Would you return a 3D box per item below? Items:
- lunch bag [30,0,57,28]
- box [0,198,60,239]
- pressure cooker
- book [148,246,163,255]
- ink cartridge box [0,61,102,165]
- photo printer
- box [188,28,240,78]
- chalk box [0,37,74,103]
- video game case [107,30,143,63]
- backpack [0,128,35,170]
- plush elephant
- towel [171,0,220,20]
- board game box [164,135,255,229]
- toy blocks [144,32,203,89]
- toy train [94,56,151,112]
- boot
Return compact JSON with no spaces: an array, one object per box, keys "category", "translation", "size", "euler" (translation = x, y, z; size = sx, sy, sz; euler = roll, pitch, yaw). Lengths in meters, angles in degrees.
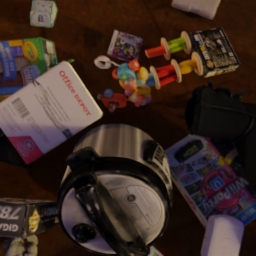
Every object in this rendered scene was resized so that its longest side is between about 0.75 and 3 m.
[{"category":"lunch bag","translation":[-2.905,-3.861,9.577],"size":[0.764,0.547,0.897],"euler":[6,74,1]},{"category":"box","translation":[-3.137,1.921,6.372],"size":[2.814,2.793,0.699],"euler":[3,77,2]},{"category":"pressure cooker","translation":[-0.285,1.448,6.305],"size":[2.434,2.767,2.472],"euler":[17,114,-7]},{"category":"book","translation":[0.880,4.097,6.932],"size":[2.029,0.488,1.355],"euler":[40,71,12]},{"category":"ink cartridge box","translation":[-1.923,-0.384,6.898],"size":[2.150,0.907,1.556],"euler":[-33,97,2]},{"category":"photo printer","translation":[2.220,2.576,6.562],"size":[0.865,0.361,1.040],"euler":[15,87,-12]},{"category":"box","translation":[2.702,-2.425,8.908],"size":[1.186,0.366,1.485],"euler":[-16,73,-12]},{"category":"chalk box","translation":[-2.857,-1.643,8.006],"size":[2.568,1.603,1.592],"euler":[-5,102,-1]},{"category":"video game case","translation":[-0.099,-2.679,9.287],"size":[1.008,0.180,0.913],"euler":[17,78,-1]},{"category":"backpack","translation":[-3.037,0.216,7.926],"size":[1.410,1.069,1.689],"euler":[17,73,-3]},{"category":"plush elephant","translation":[-2.711,3.144,7.147],"size":[0.801,0.852,1.034],"euler":[33,112,-25]},{"category":"towel","translation":[2.630,-5.045,10.063],"size":[1.582,0.411,2.387],"euler":[21,73,8]},{"category":"board game box","translation":[2.370,1.366,7.651],"size":[1.961,0.854,2.658],"euler":[-32,76,-10]},{"category":"toy blocks","translation":[1.055,-2.043,8.767],"size":[2.033,0.738,1.694],"euler":[-18,60,0]},{"category":"toy train","translation":[-0.210,-0.987,7.670],"size":[1.649,2.196,0.611],"euler":[5,65,7]},{"category":"boot","translation":[2.555,0.190,6.962],"size":[2.227,1.006,2.718],"euler":[16,58,-9]}]
